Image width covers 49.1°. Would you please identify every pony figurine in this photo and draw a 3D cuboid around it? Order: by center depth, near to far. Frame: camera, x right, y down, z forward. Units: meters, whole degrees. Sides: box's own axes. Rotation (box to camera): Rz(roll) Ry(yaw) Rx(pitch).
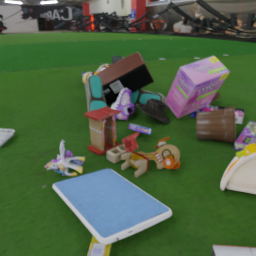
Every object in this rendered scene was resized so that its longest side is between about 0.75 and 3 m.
[{"bbox_3d":[-1.741,0.928,7.775,1.001,0.834,0.966,13,32,-8],"label":"pony figurine"}]

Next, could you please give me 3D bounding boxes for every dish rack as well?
[{"bbox_3d":[-4.496,0.372,9.478,0.974,0.247,1.135,4,24,6],"label":"dish rack"}]

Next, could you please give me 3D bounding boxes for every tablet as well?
[{"bbox_3d":[-0.485,1.617,6.381,1.712,0.180,2.631,-11,19,-33],"label":"tablet"}]

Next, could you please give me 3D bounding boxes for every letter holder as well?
[{"bbox_3d":[-0.334,-2.422,12.633,2.397,1.205,1.703,-26,50,11],"label":"letter holder"}]

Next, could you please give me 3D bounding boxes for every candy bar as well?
[{"bbox_3d":[-0.504,2.171,5.470,0.483,0.214,1.935,2,24,5],"label":"candy bar"}]

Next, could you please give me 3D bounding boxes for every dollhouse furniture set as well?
[{"bbox_3d":[-0.234,0.310,8.357,0.963,1.275,2.369,-21,31,-39],"label":"dollhouse furniture set"}]

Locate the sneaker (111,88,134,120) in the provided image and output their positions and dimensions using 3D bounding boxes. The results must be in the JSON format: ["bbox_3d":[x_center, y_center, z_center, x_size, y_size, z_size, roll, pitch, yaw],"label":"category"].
[{"bbox_3d":[-0.104,-0.920,11.648,0.855,0.778,1.933,13,42,10],"label":"sneaker"}]

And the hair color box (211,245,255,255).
[{"bbox_3d":[2.654,2.536,3.848,2.809,0.860,1.426,3,25,5],"label":"hair color box"}]

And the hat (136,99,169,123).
[{"bbox_3d":[1.074,-0.799,11.012,1.486,0.600,1.486,24,17,-8],"label":"hat"}]

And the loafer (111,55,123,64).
[{"bbox_3d":[-0.104,-2.893,13.775,0.835,0.731,2.325,-40,65,3],"label":"loafer"}]

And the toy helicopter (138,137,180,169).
[{"bbox_3d":[0.822,0.744,8.034,1.342,0.887,0.529,-6,-11,30],"label":"toy helicopter"}]

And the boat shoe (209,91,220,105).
[{"bbox_3d":[3.540,-1.267,12.925,1.588,0.572,0.536,-23,-1,-27],"label":"boat shoe"}]

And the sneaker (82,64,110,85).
[{"bbox_3d":[-1.400,-2.987,16.257,1.167,0.971,2.590,16,37,32],"label":"sneaker"}]

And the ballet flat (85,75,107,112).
[{"bbox_3d":[-1.304,-1.010,11.212,0.787,0.744,2.336,4,64,-25],"label":"ballet flat"}]

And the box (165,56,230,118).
[{"bbox_3d":[2.608,-1.548,10.833,1.734,1.971,0.953,-22,62,-25],"label":"box"}]

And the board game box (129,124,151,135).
[{"bbox_3d":[0.400,0.031,9.725,0.578,0.192,0.859,15,1,-13],"label":"board game box"}]

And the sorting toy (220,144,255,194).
[{"bbox_3d":[3.705,0.997,7.365,2.375,1.269,2.138,7,6,16],"label":"sorting toy"}]

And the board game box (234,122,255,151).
[{"bbox_3d":[4.509,0.359,9.465,1.288,0.347,2.146,20,30,29],"label":"board game box"}]

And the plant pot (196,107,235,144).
[{"bbox_3d":[2.941,-0.084,9.470,1.228,1.240,1.240,-1,23,16],"label":"plant pot"}]

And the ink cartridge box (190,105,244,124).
[{"bbox_3d":[3.673,-0.605,11.578,2.061,0.382,0.976,7,25,21],"label":"ink cartridge box"}]

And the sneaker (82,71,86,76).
[{"bbox_3d":[-2.809,-3.504,18.028,0.306,0.369,0.772,-9,26,-20],"label":"sneaker"}]

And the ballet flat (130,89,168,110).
[{"bbox_3d":[0.666,-1.316,12.767,2.789,0.940,0.888,23,5,41],"label":"ballet flat"}]
